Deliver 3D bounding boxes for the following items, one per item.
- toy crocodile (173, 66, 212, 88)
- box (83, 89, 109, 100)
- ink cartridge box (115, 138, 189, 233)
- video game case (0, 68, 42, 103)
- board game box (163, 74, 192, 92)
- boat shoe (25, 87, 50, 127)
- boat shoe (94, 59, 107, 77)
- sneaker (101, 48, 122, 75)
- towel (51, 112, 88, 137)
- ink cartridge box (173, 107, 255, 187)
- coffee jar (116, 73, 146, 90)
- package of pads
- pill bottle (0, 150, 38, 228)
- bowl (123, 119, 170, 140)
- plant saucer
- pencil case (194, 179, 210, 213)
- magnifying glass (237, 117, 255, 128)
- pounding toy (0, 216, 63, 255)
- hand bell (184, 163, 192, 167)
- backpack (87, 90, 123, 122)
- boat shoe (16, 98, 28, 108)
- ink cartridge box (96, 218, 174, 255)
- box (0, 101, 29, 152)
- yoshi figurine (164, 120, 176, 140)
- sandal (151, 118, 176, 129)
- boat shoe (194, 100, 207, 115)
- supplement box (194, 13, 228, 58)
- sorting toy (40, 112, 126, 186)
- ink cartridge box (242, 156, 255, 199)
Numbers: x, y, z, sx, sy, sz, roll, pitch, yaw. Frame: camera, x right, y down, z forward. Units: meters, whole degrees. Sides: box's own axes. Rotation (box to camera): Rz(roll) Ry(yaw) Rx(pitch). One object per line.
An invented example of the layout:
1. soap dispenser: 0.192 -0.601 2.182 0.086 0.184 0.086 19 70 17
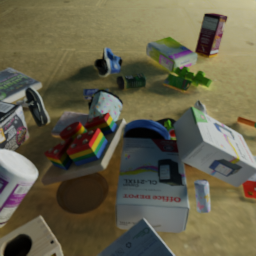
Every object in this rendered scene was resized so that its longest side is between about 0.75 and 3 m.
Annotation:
1. toy crocodile: 3.239 -2.585 14.310 2.166 0.669 0.731 26 87 28
2. box: -1.479 -1.576 13.085 1.208 0.388 0.423 -1 71 -1
3. ink cartridge box: 0.719 1.618 8.551 1.988 1.130 2.728 2 38 2
4. video game case: -6.262 -1.944 13.702 2.694 0.346 2.963 26 45 29
5. board game box: 2.479 -2.246 14.006 1.343 0.201 0.642 26 73 32
6. boat shoe: -3.751 -0.838 11.320 0.627 1.659 0.500 -19 14 37
7. boat shoe: -1.504 -3.471 15.398 0.683 0.606 1.827 -4 40 -8
8. sneaker: -0.844 -3.450 14.651 0.966 0.851 2.166 2 44 -18
9. towel: -2.110 -0.132 11.458 1.637 0.264 1.564 8 37 8
10. ink cartridge box: 2.781 0.619 9.044 2.403 1.051 1.746 28 33 -21
11. coffee jar: 0.145 -2.302 13.945 1.398 0.596 0.729 -11 41 -13
12. package of pads: 2.414 -4.208 16.023 1.894 0.836 2.452 -24 51 -28
13. pill bottle: -3.526 1.825 7.389 1.287 1.287 2.292 37 94 38
14. bowl: 0.619 0.370 9.775 1.643 1.643 0.323 9 51 11
15. plant saucer: -1.388 2.027 8.644 1.622 0.287 1.622 -3 41 3
16. pencil case: 2.024 1.883 7.703 0.370 0.890 0.404 -13 8 -35
17. magnifying glass: 5.240 -0.052 11.121 0.214 0.761 1.911 -30 37 -27
18. pounding toy: -2.647 3.094 5.852 2.453 2.155 1.122 -27 46 -30
19. hand bell: 1.800 1.089 9.878 1.061 0.553 0.553 30 46 15
20. backpack: -0.973 -0.692 11.326 1.450 1.100 1.737 23 45 -8
21. boat shoe: -4.613 -1.170 12.637 1.054 0.449 0.389 15 41 18
22. ink cartridge box: 0.121 3.713 5.878 2.586 0.570 2.634 -34 49 -14
23. box: -5.409 -0.008 10.249 2.788 1.600 1.842 13 39 14
24. yoshi figurine: 1.531 0.269 10.414 1.648 0.923 0.926 -17 39 -4
25. sandal: 0.868 -0.041 11.111 2.490 0.561 0.935 -19 44 -23
26. boat shoe: 3.198 -0.849 12.274 0.380 0.372 1.074 -1 38 -16
27. supplement box: 4.801 -5.370 16.263 0.992 2.316 1.278 26 32 29
28. sorting toy: -1.548 0.515 9.064 2.415 0.845 2.429 -19 26 27
29. ink cartridge box: 4.406 1.612 9.166 1.330 0.393 1.662 7 37 8
